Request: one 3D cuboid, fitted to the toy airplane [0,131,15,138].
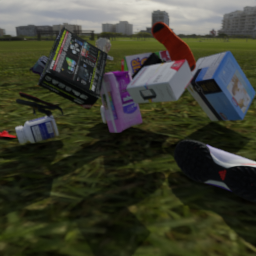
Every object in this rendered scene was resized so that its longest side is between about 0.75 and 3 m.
[{"bbox_3d":[-4.186,0.256,9.058,0.978,0.180,0.978,-2,19,1],"label":"toy airplane"}]

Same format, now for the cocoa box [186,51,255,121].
[{"bbox_3d":[3.266,-1.396,9.931,1.359,2.071,1.381,-1,50,55],"label":"cocoa box"}]

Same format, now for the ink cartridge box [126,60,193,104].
[{"bbox_3d":[0.800,-1.162,7.178,1.376,0.589,1.015,0,43,46],"label":"ink cartridge box"}]

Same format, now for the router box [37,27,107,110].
[{"bbox_3d":[-1.509,-1.718,8.039,1.559,0.646,2.081,27,45,-25],"label":"router box"}]

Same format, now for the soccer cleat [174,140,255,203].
[{"bbox_3d":[2.212,0.954,6.419,0.965,0.899,2.636,10,7,-42],"label":"soccer cleat"}]

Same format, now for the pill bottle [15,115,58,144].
[{"bbox_3d":[-2.790,0.082,8.584,1.146,0.686,0.686,-17,24,-17],"label":"pill bottle"}]

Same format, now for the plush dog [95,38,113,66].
[{"bbox_3d":[-1.270,-2.245,9.957,1.617,1.297,1.389,-20,-13,-18],"label":"plush dog"}]

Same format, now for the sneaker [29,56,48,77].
[{"bbox_3d":[-2.325,-1.514,8.962,0.716,1.636,0.609,-30,30,27],"label":"sneaker"}]

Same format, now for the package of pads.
[{"bbox_3d":[-0.265,-0.902,9.389,0.742,1.961,1.182,-7,10,39],"label":"package of pads"}]

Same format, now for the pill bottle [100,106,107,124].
[{"bbox_3d":[-0.390,-0.600,10.501,1.196,0.671,0.671,-13,22,-11],"label":"pill bottle"}]

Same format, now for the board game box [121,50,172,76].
[{"bbox_3d":[0.881,-2.310,11.096,2.725,1.302,0.408,-2,-5,29],"label":"board game box"}]

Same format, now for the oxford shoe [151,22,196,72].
[{"bbox_3d":[1.544,-2.605,8.971,0.676,1.899,0.689,-36,3,27],"label":"oxford shoe"}]

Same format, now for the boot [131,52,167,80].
[{"bbox_3d":[0.941,-1.569,10.095,1.496,2.001,0.753,30,36,-22],"label":"boot"}]

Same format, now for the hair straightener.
[{"bbox_3d":[-2.368,-0.510,7.508,1.320,0.508,0.270,21,-26,-10],"label":"hair straightener"}]
